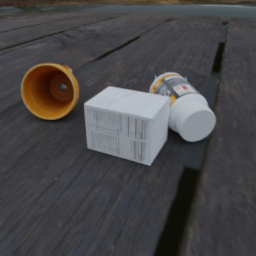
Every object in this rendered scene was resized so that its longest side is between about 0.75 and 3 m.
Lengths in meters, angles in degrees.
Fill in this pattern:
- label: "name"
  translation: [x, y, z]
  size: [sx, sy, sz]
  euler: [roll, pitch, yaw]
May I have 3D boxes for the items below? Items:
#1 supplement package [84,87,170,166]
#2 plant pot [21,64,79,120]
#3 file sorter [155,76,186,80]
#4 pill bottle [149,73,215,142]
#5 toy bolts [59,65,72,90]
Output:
- label: "supplement package"
  translation: [-0.001, -0.133, 8.449]
  size: [2.065, 1.556, 1.567]
  euler: [13, 32, 22]
- label: "plant pot"
  translation: [-2.730, -1.455, 10.659]
  size: [1.974, 1.974, 1.807]
  euler: [3, 15, 4]
- label: "file sorter"
  translation: [1.782, -1.679, 11.903]
  size: [1.380, 0.846, 0.957]
  euler: [4, 31, 6]
- label: "pill bottle"
  translation: [1.775, -0.741, 9.480]
  size: [1.467, 1.467, 2.521]
  euler: [-8, 36, -14]
- label: "toy bolts"
  translation: [-2.832, -2.096, 12.472]
  size: [0.782, 1.128, 1.077]
  euler: [-2, 43, -50]
